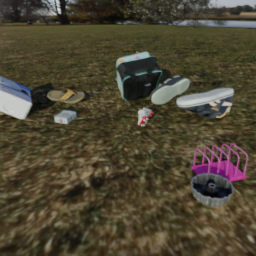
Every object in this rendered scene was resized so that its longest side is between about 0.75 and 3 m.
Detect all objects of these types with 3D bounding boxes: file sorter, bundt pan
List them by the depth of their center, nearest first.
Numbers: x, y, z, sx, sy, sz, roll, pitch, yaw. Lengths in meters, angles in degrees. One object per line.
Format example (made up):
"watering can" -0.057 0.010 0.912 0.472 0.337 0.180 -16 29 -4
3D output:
"bundt pan" 2.037 1.559 6.871 1.024 0.384 1.024 -1 26 0
"file sorter" 2.518 0.946 7.713 1.213 0.761 0.843 -7 26 -14

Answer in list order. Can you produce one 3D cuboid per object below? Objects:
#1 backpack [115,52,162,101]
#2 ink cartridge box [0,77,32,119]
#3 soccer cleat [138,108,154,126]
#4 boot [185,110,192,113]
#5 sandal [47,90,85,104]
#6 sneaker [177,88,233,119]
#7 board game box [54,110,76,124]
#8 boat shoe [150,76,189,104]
"backpack" 0.399 -2.232 12.592 1.882 2.141 1.642 -17 60 -8
"ink cartridge box" -4.849 -1.273 11.601 1.396 0.813 1.930 23 15 -31
"soccer cleat" 0.550 -0.433 10.567 0.514 0.414 1.206 32 33 11
"boot" 3.292 -1.109 11.898 1.999 0.754 0.736 -9 6 -27
"sandal" -2.891 -1.529 12.920 1.755 0.474 0.705 6 52 4
"sneaker" 3.047 -0.830 10.788 2.665 1.058 1.045 -13 18 -26
"board game box" -2.501 -0.437 11.215 0.557 0.243 0.755 8 26 17
"boat shoe" 1.832 -1.794 13.097 2.357 0.891 0.711 -23 44 -32
